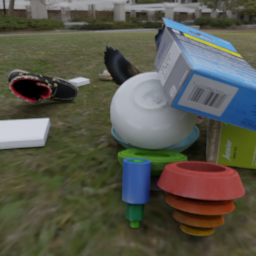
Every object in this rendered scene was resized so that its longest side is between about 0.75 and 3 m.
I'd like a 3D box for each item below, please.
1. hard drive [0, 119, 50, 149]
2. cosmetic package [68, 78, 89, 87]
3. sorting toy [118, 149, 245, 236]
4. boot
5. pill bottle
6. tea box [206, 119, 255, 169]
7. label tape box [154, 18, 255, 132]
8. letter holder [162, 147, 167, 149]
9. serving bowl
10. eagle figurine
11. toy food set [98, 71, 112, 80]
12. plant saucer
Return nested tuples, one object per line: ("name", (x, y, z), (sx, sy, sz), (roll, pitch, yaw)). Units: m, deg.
("hard drive", (-3.560, 0.173, 8.155), (2.335, 0.312, 1.540), (-4, 23, -8))
("cosmetic package", (-2.465, -2.297, 14.023), (0.649, 0.223, 0.861), (15, 27, 35))
("sorting toy", (0.666, 1.139, 5.128), (1.696, 1.159, 2.822), (1, 4, -26))
("boot", (-3.027, -1.402, 10.211), (2.670, 0.977, 2.010), (16, 10, -23))
("pill bottle", (2.156, -1.508, 8.930), (1.372, 2.523, 1.372), (22, 6, -2))
("tea box", (3.266, -0.144, 7.288), (2.295, 1.559, 2.333), (7, 24, 15))
("label tape box", (1.659, -1.233, 5.969), (1.970, 0.865, 2.732), (14, 34, -16))
("letter holder", (0.620, -0.055, 6.949), (0.545, 0.771, 1.084), (-5, 63, 19))
("serving bowl", (0.573, -0.569, 6.484), (2.101, 0.691, 2.101), (-4, 56, 5))
("eagle figurine", (0.727, -1.129, 7.578), (2.033, 2.679, 2.022), (-13, -10, -31))
("toy food set", (-0.812, -2.941, 15.190), (1.146, 0.482, 1.597), (7, 24, 15))
("plant saucer", (0.744, 0.219, 7.893), (2.428, 0.436, 2.428), (-1, 23, 0))
